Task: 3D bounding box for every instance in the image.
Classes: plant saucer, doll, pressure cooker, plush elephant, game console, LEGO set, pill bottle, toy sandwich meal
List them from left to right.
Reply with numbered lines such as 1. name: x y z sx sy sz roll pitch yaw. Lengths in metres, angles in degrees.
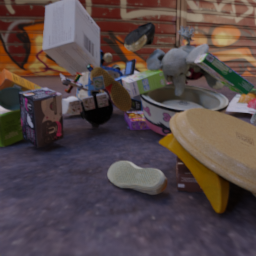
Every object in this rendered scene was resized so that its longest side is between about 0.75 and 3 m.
1. plant saucer: -3.154 -0.812 7.619 0.785 0.785 0.141 -4 44 -17
2. pill bottle: -2.198 -0.926 11.651 0.761 0.761 1.330 10 13 35
3. LEGO set: -1.255 -1.166 8.145 1.163 1.557 0.382 -14 49 -6
4. doll: -1.352 -2.475 10.418 1.623 1.108 0.393 -5 -19 15
5. pressure cooker: -1.070 -0.592 9.320 1.040 1.056 1.182 -47 12 -6
6. game console: -0.211 -2.219 10.949 0.657 0.948 1.111 7 4 -19
7. plush elephant: 1.781 -1.929 9.133 2.054 2.494 1.931 0 27 36
8. toy sandwich meal: 1.823 0.558 5.105 2.915 0.998 2.915 17 24 -8

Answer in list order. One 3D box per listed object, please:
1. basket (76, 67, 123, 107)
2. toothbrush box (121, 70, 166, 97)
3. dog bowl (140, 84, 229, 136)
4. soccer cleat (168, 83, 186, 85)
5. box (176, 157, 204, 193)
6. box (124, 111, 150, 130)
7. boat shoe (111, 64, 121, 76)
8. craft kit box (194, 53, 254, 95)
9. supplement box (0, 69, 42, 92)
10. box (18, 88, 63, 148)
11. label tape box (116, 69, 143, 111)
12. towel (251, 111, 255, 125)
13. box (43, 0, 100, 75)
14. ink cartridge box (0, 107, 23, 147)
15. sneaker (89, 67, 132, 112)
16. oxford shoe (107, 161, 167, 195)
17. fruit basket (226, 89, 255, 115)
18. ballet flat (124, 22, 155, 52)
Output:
1. basket: -0.842 -1.596 11.025 2.296 1.597 2.025 14 14 37
2. toothbrush box: 0.478 -1.446 8.846 1.146 0.493 0.834 -21 23 -10
3. dog bowl: 1.718 -0.564 8.972 2.762 1.019 2.762 3 24 -1
4. soccer cleat: 1.895 -2.037 15.765 2.919 1.116 0.974 7 15 26
5. box: 1.158 0.864 5.331 0.474 0.355 0.946 3 16 6
6. box: 0.805 -0.304 9.981 1.716 0.335 1.174 -3 20 -12
7. boat shoe: -0.591 -2.663 12.648 0.458 0.406 1.252 -26 -3 -1
8. craft kit box: 2.448 -1.429 7.331 1.396 0.339 1.379 36 16 -2
9. supplement box: -2.894 -0.971 8.225 1.832 0.630 0.609 28 20 -43
10. box: -2.216 -0.283 7.251 0.741 1.291 0.853 24 31 36
11. label tape box: 0.492 -1.599 12.388 2.144 1.546 0.679 23 40 35
12. towel: 5.013 -0.656 8.713 2.073 1.547 0.318 5 39 -18
13. box: -1.769 -2.894 9.059 1.121 1.715 1.706 -9 -19 19
14. ink cartridge box: -4.206 -0.173 8.465 2.351 0.891 1.738 4 14 16
15. sneaker: -0.531 -1.185 8.716 0.620 1.653 0.745 -42 10 -8
16. oxford shoe: 0.143 0.920 5.085 1.371 0.515 0.396 3 -30 44
17. fruit basket: 5.495 -0.931 11.968 2.191 1.109 2.366 8 31 31
18. ballet flat: 0.549 -3.039 9.586 0.968 0.827 2.913 -13 23 21
